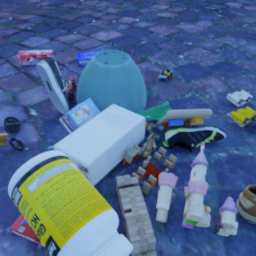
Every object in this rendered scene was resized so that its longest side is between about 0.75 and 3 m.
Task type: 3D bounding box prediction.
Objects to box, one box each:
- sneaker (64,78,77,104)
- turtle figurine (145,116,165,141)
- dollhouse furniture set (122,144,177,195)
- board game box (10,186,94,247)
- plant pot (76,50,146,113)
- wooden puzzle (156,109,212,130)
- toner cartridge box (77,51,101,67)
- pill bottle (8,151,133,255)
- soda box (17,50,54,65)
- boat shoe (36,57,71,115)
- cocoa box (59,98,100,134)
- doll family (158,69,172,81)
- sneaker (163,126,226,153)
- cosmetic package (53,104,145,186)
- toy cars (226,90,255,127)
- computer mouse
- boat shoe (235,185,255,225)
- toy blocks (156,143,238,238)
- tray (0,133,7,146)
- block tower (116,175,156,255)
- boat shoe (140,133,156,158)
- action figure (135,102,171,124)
[{"bbox_3d":[-2.676,-1.540,11.816,0.828,0.599,1.694,-3,38,0],"label":"sneaker"},{"bbox_3d":[0.671,-0.049,9.916,1.171,0.877,0.590,27,28,18],"label":"turtle figurine"},{"bbox_3d":[0.544,1.194,8.560,1.403,0.730,1.418,35,50,21],"label":"dollhouse furniture set"},{"bbox_3d":[-1.928,2.033,7.726,1.241,0.234,2.411,15,42,17],"label":"board game box"},{"bbox_3d":[-0.649,-1.893,11.103,2.907,1.958,2.907,2,40,-1],"label":"plant pot"},{"bbox_3d":[1.864,-0.199,9.549,1.516,1.637,0.379,-2,76,-7],"label":"wooden puzzle"},{"bbox_3d":[-1.711,-3.599,14.493,1.821,0.393,0.865,-6,41,-7],"label":"toner cartridge box"},{"bbox_3d":[-1.295,2.027,6.382,1.628,1.628,2.896,-31,63,-32],"label":"pill bottle"},{"bbox_3d":[-4.736,-3.621,14.399,1.733,0.550,0.607,-2,39,-4],"label":"soda box"},{"bbox_3d":[-2.620,-1.558,10.503,0.830,2.248,0.768,13,45,43],"label":"boat shoe"},{"bbox_3d":[-1.692,-0.404,10.002,0.762,0.775,1.162,-22,17,50],"label":"cocoa box"},{"bbox_3d":[1.784,-2.445,13.109,0.621,0.421,1.074,13,46,10],"label":"doll family"},{"bbox_3d":[2.235,0.452,9.478,2.122,0.761,0.879,1,65,2],"label":"sneaker"},{"bbox_3d":[-0.777,0.448,8.760,1.411,1.027,2.775,25,46,29],"label":"cosmetic package"},{"bbox_3d":[4.336,-0.741,10.886,1.149,0.567,2.562,19,37,0],"label":"toy cars"},{"bbox_3d":[-4.032,0.236,9.904,0.550,0.319,1.875,-3,39,-30],"label":"computer mouse"},{"bbox_3d":[4.172,2.014,7.039,2.673,0.987,1.011,5,35,10],"label":"boat shoe"},{"bbox_3d":[1.726,1.494,6.817,1.971,1.842,1.659,10,63,10],"label":"toy blocks"},{"bbox_3d":[-4.473,0.427,9.343,0.817,0.403,0.151,-7,30,-41],"label":"tray"},{"bbox_3d":[0.159,2.213,7.204,0.593,0.634,2.194,-8,41,-9],"label":"block tower"},{"bbox_3d":[0.697,0.626,9.347,0.431,0.441,1.167,35,41,5],"label":"boat shoe"},{"bbox_3d":[0.792,-0.423,10.553,1.709,0.467,1.010,-12,42,-4],"label":"action figure"}]
